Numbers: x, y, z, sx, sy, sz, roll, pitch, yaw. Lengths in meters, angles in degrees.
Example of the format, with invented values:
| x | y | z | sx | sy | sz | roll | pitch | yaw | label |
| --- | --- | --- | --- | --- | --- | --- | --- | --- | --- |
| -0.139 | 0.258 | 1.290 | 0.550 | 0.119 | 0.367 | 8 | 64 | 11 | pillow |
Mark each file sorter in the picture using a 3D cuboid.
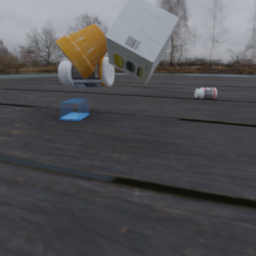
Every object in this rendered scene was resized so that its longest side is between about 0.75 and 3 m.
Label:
| x | y | z | sx | sy | sz | roll | pitch | yaw | label |
| --- | --- | --- | --- | --- | --- | --- | --- | --- | --- |
| -2.530 | -0.887 | 13.330 | 0.957 | 0.846 | 1.380 | 3 | 14 | 10 | file sorter |

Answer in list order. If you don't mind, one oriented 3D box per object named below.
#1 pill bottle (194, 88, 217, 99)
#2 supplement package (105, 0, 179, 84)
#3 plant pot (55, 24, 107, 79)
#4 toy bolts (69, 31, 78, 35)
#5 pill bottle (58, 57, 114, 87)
| x | y | z | sx | sy | sz | roll | pitch | yaw | label |
| --- | --- | --- | --- | --- | --- | --- | --- | --- | --- |
| 5.357 | -2.386 | 19.415 | 1.372 | 0.760 | 0.760 | -1 | 14 | -6 | pill bottle |
| 0.372 | -2.651 | 8.769 | 1.567 | 1.556 | 2.065 | 30 | -7 | 3 | supplement package |
| -1.805 | -3.436 | 12.114 | 1.807 | 1.974 | 1.974 | -39 | 19 | -2 | plant pot |
| -2.489 | -4.180 | 13.647 | 0.782 | 1.128 | 1.077 | 0 | 7 | -27 | toy bolts |
| -2.059 | -2.738 | 13.889 | 2.521 | 1.467 | 1.467 | 3 | 14 | 15 | pill bottle |
